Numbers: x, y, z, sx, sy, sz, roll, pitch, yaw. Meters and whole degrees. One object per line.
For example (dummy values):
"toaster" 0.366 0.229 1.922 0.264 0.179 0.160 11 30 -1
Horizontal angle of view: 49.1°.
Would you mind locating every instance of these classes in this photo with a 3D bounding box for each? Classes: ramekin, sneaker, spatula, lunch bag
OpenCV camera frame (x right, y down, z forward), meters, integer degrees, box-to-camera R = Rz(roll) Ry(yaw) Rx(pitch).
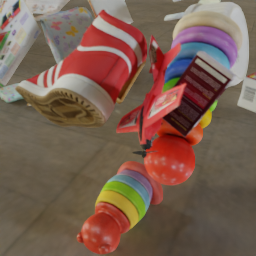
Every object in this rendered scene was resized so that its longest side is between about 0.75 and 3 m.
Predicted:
"ramekin" 2.259 -2.026 7.019 1.064 2.284 2.284 0 27 36
"sneaker" -0.822 -0.928 4.705 2.928 1.043 1.646 9 61 53
"spatula" 2.100 -4.194 8.800 0.216 1.870 2.689 16 5 -31
"lunch bag" -1.810 -2.978 9.181 1.593 1.195 1.879 -23 80 -18
"lunch bag" -4.214 -1.284 10.387 0.994 0.383 0.797 -28 44 -36

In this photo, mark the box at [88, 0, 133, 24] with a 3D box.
"box" -0.755 -4.284 9.610 1.031 1.939 1.476 -24 17 1

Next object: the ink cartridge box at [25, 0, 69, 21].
"ink cartridge box" -2.642 -4.122 8.872 1.727 0.438 1.960 -30 4 31

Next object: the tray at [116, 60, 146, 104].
"tray" -0.139 -1.287 6.851 0.627 0.235 1.270 32 76 -10

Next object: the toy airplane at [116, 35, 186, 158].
"toy airplane" 0.312 -0.412 3.565 0.300 1.634 1.634 15 27 -22

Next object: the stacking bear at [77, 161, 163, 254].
"stacking bear" -0.193 1.584 5.407 1.106 1.036 1.822 17 41 25

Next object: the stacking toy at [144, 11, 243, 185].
"stacking toy" 1.007 -0.465 4.690 1.243 1.243 2.912 13 69 20

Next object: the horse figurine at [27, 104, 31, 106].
"horse figurine" -3.024 -0.867 9.779 0.791 0.298 1.193 8 26 -10

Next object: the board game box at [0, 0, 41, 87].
"board game box" -3.472 -2.532 7.378 0.580 2.875 2.200 29 81 3

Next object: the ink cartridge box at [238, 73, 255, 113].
"ink cartridge box" 5.606 -1.219 9.592 2.674 1.121 2.347 -25 41 -34

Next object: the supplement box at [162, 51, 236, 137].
"supplement box" 0.860 -0.428 3.645 0.535 0.984 0.300 41 26 13
